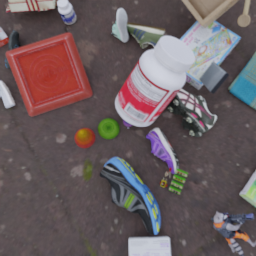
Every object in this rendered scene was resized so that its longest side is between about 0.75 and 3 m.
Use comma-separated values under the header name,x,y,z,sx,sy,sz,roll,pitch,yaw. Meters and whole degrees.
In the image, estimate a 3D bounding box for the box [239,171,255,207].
name,x,y,z,sx,sy,sz,roll,pitch,yaw
box,5.624,2.357,9.485,2.953,0.537,2.132,37,76,10

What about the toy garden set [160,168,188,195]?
name,x,y,z,sx,sy,sz,roll,pitch,yaw
toy garden set,1.520,1.797,9.558,0.767,0.184,0.920,22,117,16

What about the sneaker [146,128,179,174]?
name,x,y,z,sx,sy,sz,roll,pitch,yaw
sneaker,1.238,0.885,10.010,0.737,0.712,1.767,-32,71,12

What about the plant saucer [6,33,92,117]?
name,x,y,z,sx,sy,sz,roll,pitch,yaw
plant saucer,-2.923,-2.008,10.415,2.559,0.470,2.563,-20,95,-6

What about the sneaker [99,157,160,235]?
name,x,y,z,sx,sy,sz,roll,pitch,yaw
sneaker,0.086,2.329,9.404,1.172,1.003,2.829,-40,79,11

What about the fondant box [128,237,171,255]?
name,x,y,z,sx,sy,sz,roll,pitch,yaw
fondant box,0.692,4.444,8.864,1.325,0.535,1.837,-1,72,0

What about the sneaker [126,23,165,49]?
name,x,y,z,sx,sy,sz,roll,pitch,yaw
sneaker,0.527,-3.666,11.284,2.001,0.898,0.671,23,31,31

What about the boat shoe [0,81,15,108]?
name,x,y,z,sx,sy,sz,roll,pitch,yaw
boat shoe,-4.744,-1.264,10.735,0.398,0.418,1.161,-30,81,-3

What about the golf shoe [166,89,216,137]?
name,x,y,z,sx,sy,sz,roll,pitch,yaw
golf shoe,2.136,-0.904,10.399,1.134,0.994,2.574,-34,83,-22

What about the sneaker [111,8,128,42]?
name,x,y,z,sx,sy,sz,roll,pitch,yaw
sneaker,-0.423,-4.111,11.087,0.489,1.328,0.783,-34,50,-24

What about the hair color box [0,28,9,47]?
name,x,y,z,sx,sy,sz,roll,pitch,yaw
hair color box,-5.481,-3.561,11.449,1.068,0.341,0.592,-36,77,-9

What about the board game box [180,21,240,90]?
name,x,y,z,sx,sy,sz,roll,pitch,yaw
board game box,2.930,-3.096,11.233,1.839,0.468,2.735,39,77,11

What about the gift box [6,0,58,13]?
name,x,y,z,sx,sy,sz,roll,pitch,yaw
gift box,-3.993,-5.691,11.142,2.002,2.026,2.169,-3,50,1

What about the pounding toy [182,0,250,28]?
name,x,y,z,sx,sy,sz,roll,pitch,yaw
pounding toy,3.573,-4.746,10.373,2.295,1.195,2.612,-38,88,26

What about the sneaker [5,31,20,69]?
name,x,y,z,sx,sy,sz,roll,pitch,yaw
sneaker,-4.477,-3.097,11.255,0.664,0.593,1.620,5,78,-14

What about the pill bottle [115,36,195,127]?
name,x,y,z,sx,sy,sz,roll,pitch,yaw
pill bottle,0.836,-1.466,9.207,1.625,2.895,1.625,18,46,-20

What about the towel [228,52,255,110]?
name,x,y,z,sx,sy,sz,roll,pitch,yaw
towel,5.557,-1.416,10.700,2.858,0.310,2.096,38,85,9

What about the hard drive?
name,x,y,z,sx,sy,sz,roll,pitch,yaw
hard drive,3.014,-1.792,9.914,0.191,1.161,0.810,26,114,-21

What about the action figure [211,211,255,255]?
name,x,y,z,sx,sy,sz,roll,pitch,yaw
action figure,3.297,3.195,8.691,1.502,1.553,0.812,46,51,-2

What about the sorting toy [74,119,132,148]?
name,x,y,z,sx,sy,sz,roll,pitch,yaw
sorting toy,-0.877,-0.011,10.113,2.322,0.800,0.805,-21,74,-6

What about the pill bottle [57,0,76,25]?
name,x,y,z,sx,sy,sz,roll,pitch,yaw
pill bottle,-2.529,-4.776,11.463,0.583,0.974,0.583,-2,71,6
